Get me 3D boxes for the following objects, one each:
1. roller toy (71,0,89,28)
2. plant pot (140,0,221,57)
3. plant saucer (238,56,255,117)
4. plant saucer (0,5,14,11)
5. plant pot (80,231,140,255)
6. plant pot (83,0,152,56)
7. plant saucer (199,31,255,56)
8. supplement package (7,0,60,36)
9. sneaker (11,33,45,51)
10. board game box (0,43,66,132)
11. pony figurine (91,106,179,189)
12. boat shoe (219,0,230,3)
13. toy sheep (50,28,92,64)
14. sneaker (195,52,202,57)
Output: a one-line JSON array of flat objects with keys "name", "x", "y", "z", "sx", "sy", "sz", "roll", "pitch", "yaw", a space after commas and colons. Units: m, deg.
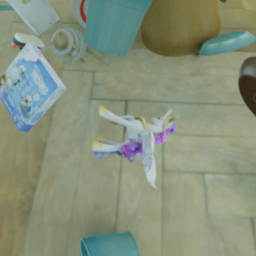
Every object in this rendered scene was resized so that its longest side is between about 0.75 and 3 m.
[{"name": "roller toy", "x": -0.774, "y": -4.599, "z": 9.867, "sx": 2.381, "sy": 2.611, "sz": 1.824, "roll": 5, "pitch": 60, "yaw": -12}, {"name": "plant pot", "x": 1.335, "y": -3.774, "z": 7.699, "sx": 2.470, "sy": 2.650, "sz": 2.470, "roll": -7, "pitch": 56, "yaw": 11}, {"name": "plant saucer", "x": 2.893, "y": -0.633, "z": 5.916, "sx": 0.334, "sy": 1.826, "sz": 1.826, "roll": -34, "pitch": 65, "yaw": -2}, {"name": "plant saucer", "x": -4.881, "y": -4.933, "z": 11.443, "sx": 0.807, "sy": 0.077, "sz": 0.282, "roll": -4, "pitch": 60, "yaw": -1}, {"name": "plant pot", "x": -0.381, "y": 2.938, "z": 6.374, "sx": 1.136, "sy": 1.209, "sz": 1.209, "roll": -12, "pitch": 60, "yaw": -23}, {"name": "plant pot", "x": -0.303, "y": -2.494, "z": 6.276, "sx": 1.483, "sy": 1.452, "sz": 1.483, "roll": 15, "pitch": 31, "yaw": -9}, {"name": "plant saucer", "x": 2.531, "y": -2.230, "z": 7.276, "sx": 1.429, "sy": 0.257, "sz": 1.429, "roll": -17, "pitch": 20, "yaw": 6}, {"name": "supplement package", "x": -3.126, "y": -3.918, "z": 8.561, "sx": 0.915, "sy": 1.651, "sz": 1.286, "roll": -42, "pitch": 56, "yaw": -3}, {"name": "sneaker", "x": -2.478, "y": -2.054, "z": 6.902, "sx": 0.383, "sy": 0.906, "sz": 0.339, "roll": -41, "pitch": 72, "yaw": 24}, {"name": "board game box", "x": -2.009, "y": -0.805, "z": 5.617, "sx": 1.260, "sy": 0.275, "sz": 1.266, "roll": -44, "pitch": 69, "yaw": 17}, {"name": "pony figurine", "x": 0.145, "y": 0.256, "z": 5.105, "sx": 1.513, "sy": 1.260, "sz": 1.460, "roll": 4, "pitch": 63, "yaw": 7}, {"name": "boat shoe", "x": 3.269, "y": -5.343, "z": 8.752, "sx": 0.982, "sy": 2.872, "sz": 1.073, "roll": -32, "pitch": 57, "yaw": -4}, {"name": "toy sheep", "x": -1.565, "y": -2.262, "z": 7.703, "sx": 0.984, "sy": 1.427, "sz": 0.984, "roll": 2, "pitch": 97, "yaw": 19}, {"name": "sneaker", "x": 2.599, "y": -3.338, "z": 10.248, "sx": 0.649, "sy": 0.555, "sz": 1.582, "roll": 17, "pitch": 60, "yaw": 6}]
